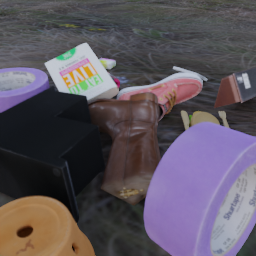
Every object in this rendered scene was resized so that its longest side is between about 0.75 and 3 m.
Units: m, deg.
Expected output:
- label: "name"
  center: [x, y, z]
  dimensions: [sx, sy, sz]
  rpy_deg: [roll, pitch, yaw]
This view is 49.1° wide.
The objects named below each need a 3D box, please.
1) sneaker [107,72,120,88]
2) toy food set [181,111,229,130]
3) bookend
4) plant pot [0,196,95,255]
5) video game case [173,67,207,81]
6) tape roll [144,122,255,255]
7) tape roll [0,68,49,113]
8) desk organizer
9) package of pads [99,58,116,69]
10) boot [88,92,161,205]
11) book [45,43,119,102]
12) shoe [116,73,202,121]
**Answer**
- label: "sneaker"
  center: [-1.293, -1.594, 10.302]
  dimensions: [2.162, 0.871, 0.807]
  rpy_deg: [-24, 39, -34]
- label: "toy food set"
  center: [2.284, -0.089, 8.360]
  dimensions: [1.417, 0.284, 0.978]
  rpy_deg: [0, 59, -10]
- label: "bookend"
  center: [-1.594, 0.295, 6.603]
  dimensions: [2.930, 1.358, 2.948]
  rpy_deg: [11, 34, 27]
- label: "plant pot"
  center: [-1.441, 1.970, 4.260]
  dimensions: [1.915, 1.340, 1.915]
  rpy_deg: [0, 31, 0]
- label: "video game case"
  center: [2.570, -2.237, 11.568]
  dimensions: [1.148, 0.134, 1.044]
  rpy_deg: [27, 12, 34]
- label: "tape roll"
  center: [1.330, 1.081, 4.416]
  dimensions: [2.200, 2.200, 0.935]
  rpy_deg: [-26, 34, -35]
- label: "tape roll"
  center: [-3.890, -1.113, 9.397]
  dimensions: [2.466, 1.048, 2.466]
  rpy_deg: [0, 32, 0]
- label: "desk organizer"
  center: [3.761, -1.395, 9.343]
  dimensions: [2.507, 0.899, 0.965]
  rpy_deg: [-20, 4, -42]
- label: "package of pads"
  center: [-1.065, -3.002, 13.086]
  dimensions: [0.814, 0.278, 0.629]
  rpy_deg: [12, 34, 19]
- label: "boot"
  center: [-0.470, 0.517, 6.977]
  dimensions: [2.774, 0.956, 2.976]
  rpy_deg: [-16, 45, 22]
- label: "book"
  center: [-1.558, -1.640, 9.221]
  dimensions: [1.648, 0.593, 2.467]
  rpy_deg: [-30, 57, -6]
- label: "shoe"
  center: [1.153, -0.858, 8.965]
  dimensions: [2.972, 1.062, 1.352]
  rpy_deg: [-13, 36, -6]
